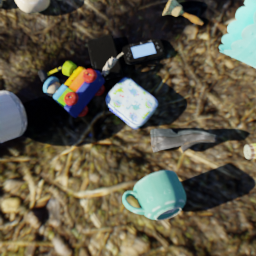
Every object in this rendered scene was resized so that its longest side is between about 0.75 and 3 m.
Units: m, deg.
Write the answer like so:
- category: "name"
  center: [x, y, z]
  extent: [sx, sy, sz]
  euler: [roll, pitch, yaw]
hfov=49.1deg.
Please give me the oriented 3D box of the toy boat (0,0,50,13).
- category: "toy boat"
  center: [-4.373, -5.360, 11.112]
  extent: [2.376, 1.104, 1.997]
  euler: [-14, 82, -11]

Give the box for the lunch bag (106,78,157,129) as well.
- category: "lunch bag"
  center: [0.093, -0.878, 10.239]
  extent: [1.690, 0.697, 1.359]
  euler: [39, 79, 7]

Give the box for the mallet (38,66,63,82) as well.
- category: "mallet"
  center: [-2.813, -2.260, 10.795]
  extent: [1.350, 0.278, 0.444]
  euler: [-33, 76, -12]

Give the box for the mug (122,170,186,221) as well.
- category: "mug"
  center: [0.940, 2.329, 9.029]
  extent: [1.849, 1.520, 1.144]
  euler: [-31, 55, 11]

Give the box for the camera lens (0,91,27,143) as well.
- category: "camera lens"
  center: [-4.613, -0.249, 9.277]
  extent: [1.673, 1.673, 2.092]
  euler: [53, 41, 10]

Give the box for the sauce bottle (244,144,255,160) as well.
- category: "sauce bottle"
  center: [5.060, 0.768, 9.975]
  extent: [1.722, 0.557, 0.557]
  euler: [-8, 78, -2]

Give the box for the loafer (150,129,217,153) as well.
- category: "loafer"
  center: [1.958, 0.484, 9.946]
  extent: [2.339, 0.851, 0.845]
  euler: [1, 86, 10]

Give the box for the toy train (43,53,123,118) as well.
- category: "toy train"
  center: [-1.674, -1.968, 10.320]
  extent: [1.687, 1.234, 2.916]
  euler: [33, 80, 20]

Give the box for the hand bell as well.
- category: "hand bell"
  center: [2.255, -4.497, 11.132]
  extent: [1.597, 0.831, 0.831]
  euler: [25, 79, -8]

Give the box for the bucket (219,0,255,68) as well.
- category: "bucket"
  center: [4.688, -3.423, 9.846]
  extent: [1.763, 2.710, 2.710]
  euler: [27, 79, -4]

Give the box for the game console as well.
- category: "game console"
  center: [-0.054, -2.920, 10.859]
  extent: [2.858, 0.345, 1.686]
  euler: [-14, 79, -4]
